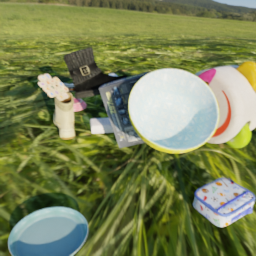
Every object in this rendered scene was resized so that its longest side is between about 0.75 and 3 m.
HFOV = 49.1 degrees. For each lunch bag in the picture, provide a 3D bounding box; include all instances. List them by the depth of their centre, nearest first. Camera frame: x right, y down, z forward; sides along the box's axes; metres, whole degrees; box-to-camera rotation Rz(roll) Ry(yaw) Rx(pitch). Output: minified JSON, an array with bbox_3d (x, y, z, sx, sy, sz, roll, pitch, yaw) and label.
[{"bbox_3d":[2.239,1.681,6.460,1.305,0.493,1.045,-16,30,-31],"label":"lunch bag"}]

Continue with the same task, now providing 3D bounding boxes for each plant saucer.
[{"bbox_3d":[-1.580,2.184,5.651,1.544,0.212,1.544,1,24,0],"label":"plant saucer"},{"bbox_3d":[-2.563,-1.095,12.913,1.253,0.318,1.253,-1,23,0],"label":"plant saucer"}]

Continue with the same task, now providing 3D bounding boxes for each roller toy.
[{"bbox_3d":[3.256,-0.866,9.602,1.897,2.714,2.476,-16,20,-34],"label":"roller toy"}]

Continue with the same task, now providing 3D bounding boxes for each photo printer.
[{"bbox_3d":[-0.907,-0.097,10.596,1.039,0.361,0.864,-4,23,-11],"label":"photo printer"}]

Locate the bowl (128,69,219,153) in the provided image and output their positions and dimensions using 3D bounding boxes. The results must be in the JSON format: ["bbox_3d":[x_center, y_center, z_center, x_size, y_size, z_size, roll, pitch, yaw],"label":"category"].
[{"bbox_3d":[1.118,-0.281,7.617,2.338,1.258,2.338,2,66,-4],"label":"bowl"}]

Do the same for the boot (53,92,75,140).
[{"bbox_3d":[-2.388,-0.684,10.261,0.716,1.528,1.966,-7,32,-17],"label":"boot"}]

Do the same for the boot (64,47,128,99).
[{"bbox_3d":[-1.013,-1.956,9.552,2.194,1.641,0.826,-10,7,2],"label":"boot"}]

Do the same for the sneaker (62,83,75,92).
[{"bbox_3d":[-3.263,-2.129,15.087,1.266,0.468,0.502,-7,29,-16],"label":"sneaker"}]

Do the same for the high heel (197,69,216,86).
[{"bbox_3d":[2.174,-1.000,8.405,0.547,1.621,0.779,18,32,-43],"label":"high heel"}]

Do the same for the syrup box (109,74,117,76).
[{"bbox_3d":[-0.898,-3.070,17.295,0.377,0.364,0.925,-8,26,-18],"label":"syrup box"}]

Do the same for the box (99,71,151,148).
[{"bbox_3d":[0.206,-0.527,8.787,1.662,2.107,0.538,-14,17,14],"label":"box"}]

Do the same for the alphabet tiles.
[{"bbox_3d":[-2.474,-1.341,9.295,1.082,0.079,1.059,47,29,-1],"label":"alphabet tiles"}]
